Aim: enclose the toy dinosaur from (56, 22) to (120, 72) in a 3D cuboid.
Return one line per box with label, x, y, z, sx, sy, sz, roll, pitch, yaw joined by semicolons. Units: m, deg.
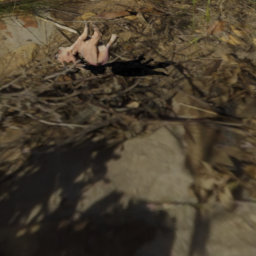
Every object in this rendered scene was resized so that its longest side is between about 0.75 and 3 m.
toy dinosaur;-1.331;-2.737;10.196;1.135;1.793;2.645;8;17;-47
